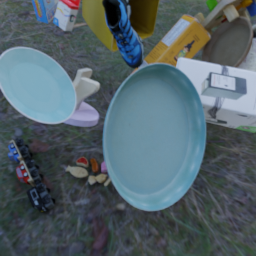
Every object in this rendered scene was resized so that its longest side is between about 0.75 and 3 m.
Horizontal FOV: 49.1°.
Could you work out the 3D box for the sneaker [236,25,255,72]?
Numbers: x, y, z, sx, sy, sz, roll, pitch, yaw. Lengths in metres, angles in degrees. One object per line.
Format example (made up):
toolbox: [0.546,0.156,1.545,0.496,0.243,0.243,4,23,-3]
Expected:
sneaker: [3.797,-2.170,8.795,0.819,1.089,2.186,5,80,0]

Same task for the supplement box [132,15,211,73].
supplement box: [1.289,-2.244,8.876,2.596,0.864,0.893,-45,32,15]

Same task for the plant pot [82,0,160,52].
plant pot: [-0.382,-4.328,9.636,1.974,2.239,2.238,37,51,25]

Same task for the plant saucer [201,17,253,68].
plant saucer: [2.890,-2.322,8.213,0.272,1.847,1.847,19,41,-27]

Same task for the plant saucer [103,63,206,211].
plant saucer: [0.609,0.189,5.839,0.409,2.984,2.984,3,37,49]

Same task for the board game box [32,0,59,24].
board game box: [-2.678,-4.802,9.609,0.471,1.649,1.684,18,55,13]

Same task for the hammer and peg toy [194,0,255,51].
hammer and peg toy: [3.279,-3.770,9.235,2.167,2.947,1.039,-28,89,-9]

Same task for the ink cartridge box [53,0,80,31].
ink cartridge box: [-1.814,-3.425,8.253,0.552,0.950,0.319,38,33,19]

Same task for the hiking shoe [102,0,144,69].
hiking shoe: [-0.210,-2.609,7.750,0.772,2.076,0.900,-14,12,33]

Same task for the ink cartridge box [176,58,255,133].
ink cartridge box: [2.609,-0.843,7.928,2.800,2.037,1.176,13,82,8]

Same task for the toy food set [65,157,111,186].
toy food set: [-1.097,1.342,8.801,1.525,0.240,0.969,19,50,27]

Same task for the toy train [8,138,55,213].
toy train: [-3.069,1.380,8.601,0.667,0.497,2.914,-32,55,-11]

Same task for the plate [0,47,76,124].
plate: [-2.096,-0.955,6.526,2.016,0.258,2.016,29,46,-35]

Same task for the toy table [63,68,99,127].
toy table: [-1.728,-1.019,8.179,2.100,1.230,1.930,19,26,10]
